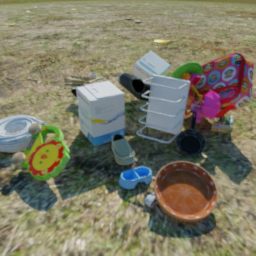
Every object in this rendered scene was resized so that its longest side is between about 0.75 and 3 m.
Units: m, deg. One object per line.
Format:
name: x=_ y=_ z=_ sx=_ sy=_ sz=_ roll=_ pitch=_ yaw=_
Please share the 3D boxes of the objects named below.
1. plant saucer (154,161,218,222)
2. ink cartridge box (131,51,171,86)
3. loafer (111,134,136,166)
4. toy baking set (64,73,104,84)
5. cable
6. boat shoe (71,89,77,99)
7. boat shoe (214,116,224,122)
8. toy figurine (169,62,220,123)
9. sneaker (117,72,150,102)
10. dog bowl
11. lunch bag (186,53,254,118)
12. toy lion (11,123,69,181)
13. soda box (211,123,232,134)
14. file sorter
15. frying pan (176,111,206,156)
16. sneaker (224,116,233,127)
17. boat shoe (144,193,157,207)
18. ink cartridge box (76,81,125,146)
plant saucer: x=1.717 y=1.893 z=8.446 sx=1.908 sy=0.308 sz=1.908 roll=2 pitch=52 yaw=-2
ink cartridge box: x=1.039 y=-2.584 z=14.107 sx=1.349 sy=1.832 sz=1.325 roll=39 pitch=60 yaw=11
loafer: x=-0.255 y=0.758 z=10.251 sx=0.705 sy=0.636 sz=1.864 roll=-17 pitch=25 yaw=-15
toy baking set: x=-2.686 y=-3.043 z=16.922 sx=2.233 sy=0.260 sz=1.714 roll=6 pitch=33 yaw=10
cable: x=-4.545 y=0.189 z=11.362 sx=2.036 sy=0.705 sz=2.037 roll=-29 pitch=42 yaw=-36
boat shoe: x=-2.253 y=-1.638 z=13.913 sx=1.554 sy=0.559 sz=0.503 roll=19 pitch=-6 yaw=36
boat shoe: x=4.282 y=-0.586 z=12.903 sx=0.313 sy=0.348 sz=0.985 roll=36 pitch=54 yaw=1
toy figurine: x=2.748 y=-1.105 z=11.652 sx=1.816 sy=2.419 sz=2.227 roll=0 pitch=45 yaw=-37
sneaker: x=0.605 y=-1.513 z=11.619 sx=2.121 sy=0.793 sz=1.126 roll=23 pitch=8 yaw=-35
dog bowl: x=0.264 y=1.640 z=9.373 sx=1.188 sy=0.295 sz=0.662 roll=-12 pitch=33 yaw=-24
lunch bag: x=3.940 y=-1.683 z=12.432 sx=1.224 sy=2.632 sz=2.988 roll=23 pitch=-18 yaw=-32
toy lion: x=-2.837 y=0.811 z=9.630 sx=1.959 sy=0.702 sz=2.044 roll=1 pitch=55 yaw=24
soda box: x=3.970 y=0.019 z=11.916 sx=0.815 sy=0.261 sz=0.276 roll=10 pitch=50 yaw=18
file sorter: x=1.332 y=-0.770 z=11.140 sx=1.590 sy=2.292 sz=1.427 roll=15 pitch=23 yaw=23
frying pan: x=2.352 y=0.270 z=10.984 sx=1.142 sy=0.307 sz=1.888 roll=-9 pitch=60 yaw=-4
sneaker: x=4.487 y=-0.255 z=12.514 sx=0.381 sy=0.324 sz=0.835 roll=-4 pitch=25 yaw=25
boat shoe: x=0.938 y=2.118 z=8.651 sx=0.932 sy=0.343 sz=0.304 roll=-32 pitch=50 yaw=-20
ink cartridge box: x=-1.097 y=-0.626 z=11.389 sx=1.466 sy=2.027 sz=1.493 roll=-17 pitch=36 yaw=-25
